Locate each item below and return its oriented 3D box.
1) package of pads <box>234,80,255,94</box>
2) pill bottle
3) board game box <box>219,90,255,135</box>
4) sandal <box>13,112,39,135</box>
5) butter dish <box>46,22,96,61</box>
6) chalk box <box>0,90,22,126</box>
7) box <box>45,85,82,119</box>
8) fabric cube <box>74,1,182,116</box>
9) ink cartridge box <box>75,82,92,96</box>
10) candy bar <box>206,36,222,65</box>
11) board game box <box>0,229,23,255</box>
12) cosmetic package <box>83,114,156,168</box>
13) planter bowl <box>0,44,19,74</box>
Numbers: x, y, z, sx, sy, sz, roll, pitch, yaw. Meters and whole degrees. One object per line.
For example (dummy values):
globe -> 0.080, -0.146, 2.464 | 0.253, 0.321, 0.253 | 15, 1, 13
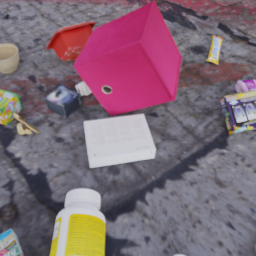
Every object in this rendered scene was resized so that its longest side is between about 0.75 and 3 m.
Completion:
package of pads -> 5.586, -1.497, 12.643 | 0.940, 0.590, 1.559 | -4, 49, -9
pill bottle -> -1.391, 3.145, 7.935 | 1.467, 1.467, 2.635 | 0, 50, 0
board game box -> 4.874, -0.668, 11.491 | 1.875, 0.532, 1.550 | -11, 80, -10
sandal -> -4.295, -0.006, 11.483 | 1.759, 0.645, 0.578 | 33, 88, 34
butter dish -> -2.674, -4.090, 14.248 | 2.339, 2.345, 1.734 | -28, 96, -29
chalk box -> -5.244, -0.987, 11.979 | 0.920, 0.914, 1.474 | 15, 50, 12
box -> -2.809, -1.169, 12.294 | 1.128, 0.695, 1.119 | 26, 55, 22
fabric cube -> 0.167, -2.674, 11.451 | 2.966, 2.919, 2.975 | -11, 43, 30
ink cartridge box -> -1.863, -1.898, 12.935 | 1.026, 0.595, 0.348 | -36, 29, -28
candy bar -> 4.720, -4.253, 15.260 | 0.649, 0.288, 2.603 | 18, 52, 7
board game box -> -3.531, 4.136, 7.635 | 1.549, 0.675, 2.100 | -25, 53, -22
cosmetic package -> -0.379, 0.459, 10.854 | 2.487, 0.643, 1.875 | -7, 47, -9
planter bowl -> -6.143, -3.371, 14.025 | 1.487, 1.001, 1.487 | 0, 49, 0
